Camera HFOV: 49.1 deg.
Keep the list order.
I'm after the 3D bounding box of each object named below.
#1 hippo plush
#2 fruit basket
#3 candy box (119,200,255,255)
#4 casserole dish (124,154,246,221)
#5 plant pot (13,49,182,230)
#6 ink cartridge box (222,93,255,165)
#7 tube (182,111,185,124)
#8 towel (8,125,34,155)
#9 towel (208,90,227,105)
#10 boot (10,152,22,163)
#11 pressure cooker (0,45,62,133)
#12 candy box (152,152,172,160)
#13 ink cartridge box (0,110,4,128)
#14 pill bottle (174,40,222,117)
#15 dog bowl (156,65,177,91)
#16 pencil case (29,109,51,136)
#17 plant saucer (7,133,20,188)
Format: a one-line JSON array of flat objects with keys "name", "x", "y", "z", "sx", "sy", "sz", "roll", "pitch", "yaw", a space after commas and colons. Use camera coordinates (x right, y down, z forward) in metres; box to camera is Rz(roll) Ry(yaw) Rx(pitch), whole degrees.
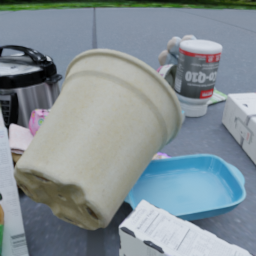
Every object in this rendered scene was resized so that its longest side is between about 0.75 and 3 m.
[{"name": "hippo plush", "x": 3.128, "y": -3.385, "z": 13.473, "sx": 2.880, "sy": 2.294, "sz": 2.316, "roll": 12, "pitch": 30, "yaw": 29}, {"name": "fruit basket", "x": -3.289, "y": 1.481, "z": 5.126, "sx": 2.448, "sy": 2.643, "sz": 1.239, "roll": -11, "pitch": -11, "yaw": -17}, {"name": "candy box", "x": 0.860, "y": 2.330, "z": 4.322, "sx": 2.036, "sy": 1.708, "sz": 0.728, "roll": 19, "pitch": 35, "yaw": 29}, {"name": "casserole dish", "x": 1.139, "y": 1.328, "z": 6.039, "sx": 2.701, "sy": 0.524, "sz": 1.636, "roll": -6, "pitch": 34, "yaw": -9}, {"name": "plant pot", "x": -0.653, "y": 0.364, "z": 5.337, "sx": 2.737, "sy": 2.737, "sz": 2.506, "roll": 13, "pitch": 51, "yaw": 22}, {"name": "ink cartridge box", "x": 4.573, "y": -0.019, "z": 8.840, "sx": 2.094, "sy": 1.183, "sz": 2.858, "roll": -3, "pitch": 31, "yaw": -5}, {"name": "tube", "x": 1.156, "y": -0.612, "z": 10.491, "sx": 1.925, "sy": 0.485, "sz": 0.745, "roll": 19, "pitch": 78, "yaw": 26}, {"name": "towel", "x": -2.582, "y": 0.422, "z": 7.539, "sx": 1.247, "sy": 0.210, "sz": 1.305, "roll": 22, "pitch": 15, "yaw": -29}, {"name": "towel", "x": 3.445, "y": -1.305, "z": 12.062, "sx": 1.534, "sy": 0.235, "sz": 1.144, "roll": -14, "pitch": 35, "yaw": -27}, {"name": "boot", "x": -3.076, "y": 0.585, "z": 7.001, "sx": 1.020, "sy": 0.337, "sz": 0.893, "roll": 32, "pitch": 26, "yaw": 17}, {"name": "pressure cooker", "x": -3.603, "y": -1.377, "z": 9.530, "sx": 2.496, "sy": 2.838, "sz": 2.535, "roll": -13, "pitch": 34, "yaw": -21}, {"name": "candy box", "x": 1.011, "y": 1.381, "z": 7.037, "sx": 1.684, "sy": 0.602, "sz": 1.413, "roll": 20, "pitch": 36, "yaw": 32}, {"name": "ink cartridge box", "x": -3.574, "y": -0.901, "z": 6.773, "sx": 0.702, "sy": 2.255, "sz": 2.803, "roll": -12, "pitch": 6, "yaw": -20}, {"name": "pill bottle", "x": 2.518, "y": -1.821, "z": 10.472, "sx": 1.482, "sy": 2.602, "sz": 1.482, "roll": 1, "pitch": 30, "yaw": -1}, {"name": "dog bowl", "x": 1.502, "y": -1.711, "z": 10.969, "sx": 0.590, "sy": 1.600, "sz": 1.600, "roll": 17, "pitch": 34, "yaw": 31}, {"name": "pencil case", "x": -1.919, "y": -0.227, "z": 8.253, "sx": 0.858, "sy": 0.858, "sz": 1.963, "roll": 23, "pitch": 21, "yaw": 34}, {"name": "plant saucer", "x": -3.060, "y": 0.725, "z": 7.534, "sx": 2.126, "sy": 0.389, "sz": 2.126, "roll": 15, "pitch": 28, "yaw": -8}]
